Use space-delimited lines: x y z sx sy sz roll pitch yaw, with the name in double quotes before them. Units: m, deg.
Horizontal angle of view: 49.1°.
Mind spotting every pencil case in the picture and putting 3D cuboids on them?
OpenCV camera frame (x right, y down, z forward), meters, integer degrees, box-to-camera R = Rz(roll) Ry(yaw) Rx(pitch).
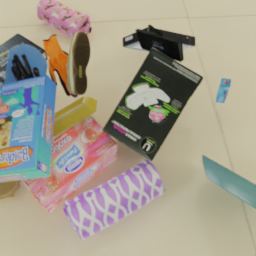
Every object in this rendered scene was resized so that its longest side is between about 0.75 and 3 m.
"pencil case" -0.374 1.946 8.018 2.925 1.228 1.250 -25 27 -17
"pencil case" -2.788 -4.754 12.111 2.529 1.047 1.094 31 45 18

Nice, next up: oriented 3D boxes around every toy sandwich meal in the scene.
"toy sandwich meal" -3.898 1.698 8.626 1.223 0.419 1.223 2 59 -3

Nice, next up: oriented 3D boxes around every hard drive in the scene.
"hard drive" 1.147 -3.178 10.436 2.288 1.598 0.433 -3 94 -35

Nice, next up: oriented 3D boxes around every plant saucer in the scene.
"plant saucer" 3.123 1.655 7.412 2.858 2.858 0.514 31 93 17
"plant saucer" -1.849 -0.441 8.942 1.738 0.421 1.739 -31 17 4

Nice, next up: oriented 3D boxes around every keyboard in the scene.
"keyboard" 0.891 -2.535 8.143 1.636 0.982 0.210 29 69 34

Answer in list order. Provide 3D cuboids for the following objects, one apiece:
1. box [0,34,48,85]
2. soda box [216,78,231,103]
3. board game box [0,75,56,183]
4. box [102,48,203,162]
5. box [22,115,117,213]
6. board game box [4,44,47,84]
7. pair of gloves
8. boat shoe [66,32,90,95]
"box" -4.578 -2.686 11.149 1.680 0.544 2.131 34 64 20
"soda box" 3.241 -1.257 9.559 0.313 0.924 0.296 11 57 11
"board game box" -2.945 0.038 7.236 2.003 0.592 2.634 -8 64 13
"box" 0.735 -0.621 8.380 1.652 1.974 2.658 33 94 6
"box" -1.750 1.060 8.413 2.690 1.273 1.380 -37 72 -20
"board game box" -3.651 -1.752 9.710 0.428 1.736 2.197 11 92 26
"pair of gloves" -2.567 -1.601 8.661 2.171 0.268 1.934 -19 100 20
"boat shoe" -1.503 -1.796 7.836 0.657 0.618 1.725 12 97 43
